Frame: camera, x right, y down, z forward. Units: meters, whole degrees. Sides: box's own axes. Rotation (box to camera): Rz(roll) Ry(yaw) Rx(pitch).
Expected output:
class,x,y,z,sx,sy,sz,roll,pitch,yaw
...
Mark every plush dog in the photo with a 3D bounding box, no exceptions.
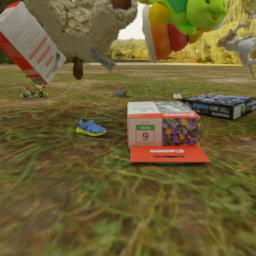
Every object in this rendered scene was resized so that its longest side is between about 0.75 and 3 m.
class,x,y,z,sx,sy,sz,roll,pitch,yaw
plush dog,-1.059,-2.927,7.950,2.911,2.335,2.500,9,40,8

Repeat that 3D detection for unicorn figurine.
class,x,y,z,sx,sy,sz,roll,pitch,yaw
unicorn figurine,3.868,-2.686,9.234,2.131,0.787,1.464,20,-29,-15

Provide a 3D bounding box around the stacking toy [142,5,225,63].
class,x,y,z,sx,sy,sz,roll,pitch,yaw
stacking toy,1.796,-3.211,9.052,2.567,1.876,1.876,-8,14,11

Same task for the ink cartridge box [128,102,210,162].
class,x,y,z,sx,sy,sz,roll,pitch,yaw
ink cartridge box,0.781,-0.034,6.511,1.585,0.733,2.910,0,14,0

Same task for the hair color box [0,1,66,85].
class,x,y,z,sx,sy,sz,roll,pitch,yaw
hair color box,-2.991,-2.472,8.482,0.694,2.170,1.203,3,55,36

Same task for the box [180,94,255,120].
class,x,y,z,sx,sy,sz,roll,pitch,yaw
box,3.201,-0.824,9.921,1.997,0.496,1.982,14,20,42

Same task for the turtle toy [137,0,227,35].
class,x,y,z,sx,sy,sz,roll,pitch,yaw
turtle toy,1.480,-3.244,7.027,1.957,1.357,2.685,-2,50,-24

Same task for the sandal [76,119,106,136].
class,x,y,z,sx,sy,sz,roll,pitch,yaw
sandal,-0.964,-0.019,7.209,0.868,0.378,0.345,9,16,24

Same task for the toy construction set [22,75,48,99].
class,x,y,z,sx,sy,sz,roll,pitch,yaw
toy construction set,-4.355,-1.863,12.649,0.997,1.196,0.919,-6,19,8

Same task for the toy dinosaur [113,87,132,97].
class,x,y,z,sx,sy,sz,roll,pitch,yaw
toy dinosaur,-0.360,-1.542,13.171,0.728,0.802,0.421,-14,37,58

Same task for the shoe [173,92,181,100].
class,x,y,z,sx,sy,sz,roll,pitch,yaw
shoe,2.201,-1.440,12.643,0.310,0.236,0.885,-1,15,-2
